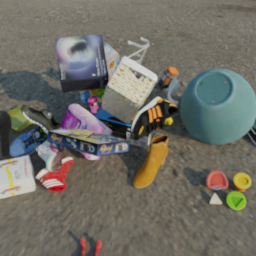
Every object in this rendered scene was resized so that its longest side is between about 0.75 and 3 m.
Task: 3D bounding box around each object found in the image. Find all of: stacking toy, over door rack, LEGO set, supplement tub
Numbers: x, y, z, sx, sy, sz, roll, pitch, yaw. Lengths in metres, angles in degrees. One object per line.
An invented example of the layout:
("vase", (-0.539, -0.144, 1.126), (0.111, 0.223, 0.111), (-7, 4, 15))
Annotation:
("stacking toy", (2.935, 1.886, 8.335), (1.234, 0.521, 1.117), (7, 63, 15))
("over door rack", (-0.089, -2.815, 12.803), (0.894, 1.983, 2.684), (30, 46, 3))
("LEGO set", (-1.209, -1.097, 10.685), (0.733, 0.789, 1.923), (9, 30, 20))
("supplement tub", (1.849, -2.304, 13.042), (0.622, 1.015, 0.622), (16, 48, -18))

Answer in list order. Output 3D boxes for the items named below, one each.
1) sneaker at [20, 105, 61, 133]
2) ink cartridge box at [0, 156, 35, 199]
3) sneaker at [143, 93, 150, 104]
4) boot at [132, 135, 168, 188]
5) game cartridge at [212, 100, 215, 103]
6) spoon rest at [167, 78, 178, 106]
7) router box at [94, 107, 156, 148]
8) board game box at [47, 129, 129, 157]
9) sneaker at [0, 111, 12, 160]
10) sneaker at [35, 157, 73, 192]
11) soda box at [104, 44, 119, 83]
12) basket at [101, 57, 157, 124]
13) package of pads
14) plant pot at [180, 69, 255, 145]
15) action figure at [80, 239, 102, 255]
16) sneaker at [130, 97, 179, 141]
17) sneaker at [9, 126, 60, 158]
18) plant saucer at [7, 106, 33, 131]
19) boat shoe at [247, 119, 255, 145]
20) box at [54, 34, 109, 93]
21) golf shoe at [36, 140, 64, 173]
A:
("sneaker", (-2.683, -0.334, 8.795), (0.629, 1.391, 0.462), (-39, 23, 21))
("ink cartridge box", (-3.631, 1.507, 8.477), (1.433, 0.598, 1.040), (-11, 42, -16))
("sneaker", (0.413, -1.084, 11.569), (0.503, 1.423, 0.695), (37, 57, -14))
("boot", (0.693, 0.985, 8.716), (0.589, 1.198, 1.674), (24, 43, 29))
("game cartridge", (3.669, -0.914, 11.887), (2.348, 0.451, 1.522), (1, 41, 5))
("spoon rest", (1.675, -1.380, 10.604), (0.363, 0.595, 1.198), (13, 52, -14))
("router box", (-0.092, -0.204, 10.779), (2.339, 0.597, 1.745), (12, 40, 17))
("board game box", (-1.101, 0.359, 7.665), (1.888, 0.327, 1.279), (12, 9, 36))
("sneaker", (-4.147, 0.248, 8.815), (0.667, 0.578, 1.612), (-3, 80, 18))
("sneaker", (-2.093, 1.514, 8.729), (0.860, 0.583, 1.488), (51, 37, 9))
("soda box", (-0.863, -2.540, 12.181), (0.732, 2.301, 0.787), (-41, 74, -15))
("basket", (-0.058, -1.189, 9.588), (1.358, 2.003, 1.236), (31, 67, 0))
("package of pads", (-1.527, 0.106, 9.816), (2.014, 1.213, 0.762), (37, 13, 38))
("plant pot", (3.009, -0.959, 9.679), (2.709, 1.825, 2.709), (-7, 69, 20))
("action figure", (-1.023, 3.219, 5.992), (0.641, 0.972, 1.964), (3, 39, 4))
("sneaker", (0.831, -0.248, 8.376), (0.883, 0.686, 1.963), (21, 45, 25))
("sneaker", (-3.186, 0.327, 9.473), (1.905, 0.849, 0.748), (-35, 87, -19))
("plant saucer", (-4.322, -0.354, 11.253), (1.269, 0.304, 1.271), (26, 44, 30))
("boat shoe", (4.872, 0.116, 10.332), (0.813, 0.649, 2.151), (-14, 39, -18))
("box", (-1.597, -2.207, 9.698), (1.644, 1.021, 1.657), (-8, 76, -8))
("golf shoe", (-2.375, 0.837, 8.464), (0.838, 0.661, 1.820), (5, 15, -12))
